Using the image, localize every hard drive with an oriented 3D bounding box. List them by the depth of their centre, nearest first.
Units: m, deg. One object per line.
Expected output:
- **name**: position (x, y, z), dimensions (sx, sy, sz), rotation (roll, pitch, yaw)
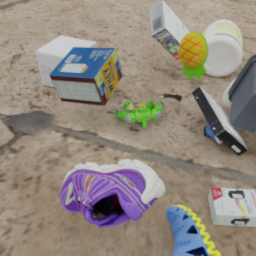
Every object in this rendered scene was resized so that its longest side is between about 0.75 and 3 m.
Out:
- **hard drive**: position (2.900, -0.259, 8.953), dimensions (0.405, 1.497, 2.142), rotation (-40, 37, 23)

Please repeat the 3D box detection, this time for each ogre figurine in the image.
- **ogre figurine**: position (0.477, -0.522, 9.770), dimensions (1.757, 0.862, 1.054), rotation (8, 20, -13)

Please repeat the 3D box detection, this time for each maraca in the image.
- **maraca**: position (1.992, -2.184, 8.560), dimensions (0.979, 1.428, 0.764), rotation (5, 15, 44)

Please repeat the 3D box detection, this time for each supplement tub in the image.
- **supplement tub**: position (4.148, -3.660, 12.618), dimensions (1.861, 1.861, 2.566), rotation (11, 41, 13)

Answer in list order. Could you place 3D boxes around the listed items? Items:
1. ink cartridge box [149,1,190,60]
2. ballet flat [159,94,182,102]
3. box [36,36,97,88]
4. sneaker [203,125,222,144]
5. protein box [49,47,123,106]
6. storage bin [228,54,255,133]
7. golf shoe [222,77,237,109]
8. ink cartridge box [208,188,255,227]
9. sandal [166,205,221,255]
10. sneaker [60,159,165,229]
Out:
- **ink cartridge box**: position (1.877, -3.565, 11.077), dimensions (0.661, 2.625, 1.430), rotation (-20, 58, 34)
- **ballet flat**: position (1.499, -1.059, 9.881), dimensions (0.882, 0.251, 0.293), rotation (3, 15, -16)
- **box**: position (-2.447, -2.678, 11.669), dimensions (1.830, 1.576, 1.839), rotation (16, 43, 18)
- **sneaker**: position (2.720, 0.237, 9.090), dimensions (0.328, 0.475, 0.854), rotation (16, 45, -33)
- **protein box**: position (-1.281, -1.689, 8.975), dimensions (1.620, 1.093, 1.609), rotation (8, 49, 22)
- **storage bin**: position (3.870, -0.843, 8.273), dimensions (1.490, 2.047, 1.375), rotation (20, 58, 5)
- **golf shoe**: position (4.016, -1.422, 9.178), dimensions (1.291, 2.822, 1.063), rotation (-22, 78, -37)
- **ink cartridge box**: position (2.663, 1.975, 7.026), dimensions (1.136, 0.471, 0.828), rotation (2, 40, 2)
- **sandal**: position (1.334, 2.635, 5.998), dimensions (0.960, 0.876, 2.205), rotation (-18, 42, -14)
- **sneaker**: position (-0.650, 1.359, 5.495), dimensions (2.841, 1.145, 1.185), rotation (-23, 17, 46)
